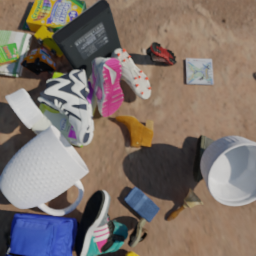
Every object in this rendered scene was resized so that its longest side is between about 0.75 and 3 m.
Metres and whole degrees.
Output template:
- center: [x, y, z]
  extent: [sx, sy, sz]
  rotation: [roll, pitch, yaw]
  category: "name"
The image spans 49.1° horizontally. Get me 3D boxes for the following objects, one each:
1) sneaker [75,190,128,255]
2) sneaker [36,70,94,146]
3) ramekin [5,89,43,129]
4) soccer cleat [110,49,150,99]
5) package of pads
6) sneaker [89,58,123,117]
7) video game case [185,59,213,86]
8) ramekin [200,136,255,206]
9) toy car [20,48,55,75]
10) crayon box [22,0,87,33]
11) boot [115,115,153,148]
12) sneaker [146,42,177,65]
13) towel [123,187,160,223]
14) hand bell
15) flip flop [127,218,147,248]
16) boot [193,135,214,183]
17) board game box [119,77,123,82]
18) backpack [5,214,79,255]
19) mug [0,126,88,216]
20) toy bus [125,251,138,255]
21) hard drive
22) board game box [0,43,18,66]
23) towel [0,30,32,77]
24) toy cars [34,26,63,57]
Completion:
- center: [-0.619, 2.956, 8.546]
  extent: [1.446, 2.394, 1.001]
  rotation: [9, 25, -29]
  category: "sneaker"
- center: [-2.149, -0.623, 9.356]
  extent: [1.751, 1.074, 2.691]
  rotation: [-9, 76, 0]
  category: "sneaker"
- center: [-3.395, -0.667, 9.275]
  extent: [0.628, 1.288, 1.288]
  rotation: [-36, 75, -11]
  category: "ramekin"
- center: [0.101, -1.973, 10.480]
  extent: [0.737, 0.825, 2.128]
  rotation: [-36, 95, -26]
  category: "soccer cleat"
- center: [-2.254, -0.706, 10.350]
  extent: [1.907, 0.842, 2.468]
  rotation: [15, 72, 5]
  category: "package of pads"
- center: [-0.804, -1.475, 9.880]
  extent: [0.941, 2.312, 1.020]
  rotation: [-22, 42, -33]
  category: "sneaker"
- center: [2.860, -2.260, 11.263]
  extent: [1.058, 0.128, 1.161]
  rotation: [2, 71, 1]
  category: "video game case"
- center: [3.109, 1.169, 8.269]
  extent: [1.993, 1.046, 1.993]
  rotation: [-2, 111, -6]
  category: "ramekin"
- center: [-3.940, -2.841, 10.045]
  extent: [2.733, 1.341, 0.910]
  rotation: [24, 70, -37]
  category: "toy car"
- center: [-3.168, -4.751, 11.845]
  extent: [2.504, 0.646, 1.574]
  rotation: [11, 71, 4]
  category: "crayon box"
- center: [0.169, 0.150, 10.239]
  extent: [1.512, 0.532, 1.082]
  rotation: [10, 77, 8]
  category: "boot"
- center: [1.285, -2.849, 11.085]
  extent: [1.473, 0.720, 0.521]
  rotation: [19, 65, -37]
  category: "sneaker"
- center: [0.461, 2.589, 9.474]
  extent: [1.163, 0.282, 0.649]
  rotation: [41, 85, 13]
  category: "towel"
- center: [1.823, 2.699, 9.434]
  extent: [1.273, 0.663, 0.663]
  rotation: [-40, 75, 1]
  category: "hand bell"
- center: [0.356, 3.252, 8.534]
  extent: [0.444, 1.541, 0.625]
  rotation: [33, 94, 6]
  category: "flip flop"
- center: [3.423, 1.211, 9.842]
  extent: [2.062, 0.748, 1.875]
  rotation: [16, 74, -2]
  category: "boot"
- center: [-0.565, -2.159, 11.193]
  extent: [0.772, 0.197, 1.141]
  rotation: [38, 75, 12]
  category: "board game box"
- center: [-2.737, 3.835, 8.224]
  extent: [1.942, 2.005, 2.389]
  rotation: [4, 75, 9]
  category: "backpack"
- center: [-2.510, 1.608, 8.801]
  extent: [2.259, 1.902, 2.577]
  rotation: [-38, 101, -5]
  category: "mug"
- center: [-0.168, 4.914, 7.552]
  extent: [1.783, 2.523, 2.628]
  rotation: [37, 74, 13]
  category: "toy bus"
- center: [-1.258, -2.888, 9.881]
  extent: [2.020, 2.895, 0.476]
  rotation: [-38, 74, -4]
  category: "hard drive"
- center: [-5.151, -2.807, 11.015]
  extent: [1.680, 0.252, 0.802]
  rotation: [-15, 71, -1]
  category: "board game box"
- center: [-5.493, -3.097, 11.474]
  extent: [2.739, 0.420, 2.043]
  rotation: [7, 69, 5]
  category: "towel"
- center: [-2.288, -3.465, 11.421]
  extent: [2.912, 0.645, 1.305]
  rotation: [-2, 84, -4]
  category: "toy cars"
